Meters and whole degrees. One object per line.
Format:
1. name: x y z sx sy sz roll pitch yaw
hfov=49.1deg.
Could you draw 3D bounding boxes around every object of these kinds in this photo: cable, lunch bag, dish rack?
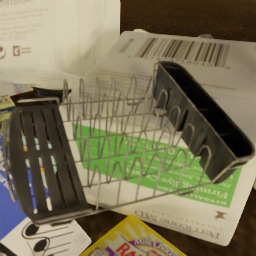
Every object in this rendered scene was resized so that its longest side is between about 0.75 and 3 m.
1. cable: -2.652 -1.655 9.302 0.582 2.293 1.871 -33 27 38
2. lunch bag: -2.163 0.991 4.887 1.860 1.134 1.584 0 61 7
3. dish rack: -0.098 0.025 2.881 2.215 0.604 1.699 -8 44 -22

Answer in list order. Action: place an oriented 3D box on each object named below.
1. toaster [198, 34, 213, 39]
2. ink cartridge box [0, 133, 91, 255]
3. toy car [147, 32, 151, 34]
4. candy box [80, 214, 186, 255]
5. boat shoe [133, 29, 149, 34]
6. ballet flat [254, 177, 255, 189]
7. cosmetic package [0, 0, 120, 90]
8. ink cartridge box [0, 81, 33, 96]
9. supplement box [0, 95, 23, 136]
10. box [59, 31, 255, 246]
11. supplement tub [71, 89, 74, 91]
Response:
1. toaster: 1.870 -1.729 7.747 1.394 1.227 2.159 -30 9 29
2. ink cartridge box: -1.441 1.174 3.534 1.116 2.374 0.525 -42 43 -22
3. toy car: 1.318 -4.763 15.324 1.080 0.852 0.887 -3 19 -27
4. candy box: 0.460 2.245 4.009 2.321 0.306 1.186 26 39 38
5. boat shoe: 1.147 -2.554 10.158 2.760 0.977 0.957 30 73 16
6. ballet flat: 2.842 0.942 5.762 0.813 0.823 2.418 -11 32 -10
7. cosmetic package: -1.713 -2.134 6.248 2.262 2.264 2.744 2 1 22
8. ink cartridge box: -4.679 -2.019 10.224 2.900 1.242 2.141 -20 36 -33
9. supplement box: -3.338 -0.233 7.512 0.645 0.960 0.961 -20 36 -28
10. box: 0.811 -0.015 5.298 2.876 2.476 2.890 12 46 18
11. supplement tub: -0.591 -1.417 9.085 2.286 1.400 1.400 -15 34 -26
